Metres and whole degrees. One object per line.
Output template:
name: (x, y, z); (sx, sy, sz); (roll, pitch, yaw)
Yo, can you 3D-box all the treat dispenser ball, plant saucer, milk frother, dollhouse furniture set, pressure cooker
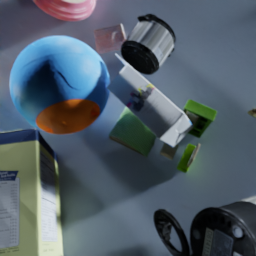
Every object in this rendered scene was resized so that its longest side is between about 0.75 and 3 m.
treat dispenser ball: (-1.728, -1.074, 7.279); (2.502, 2.502, 2.502); (0, 67, 0)
plant saucer: (-2.139, -4.659, 9.310); (2.309, 0.585, 2.309); (12, 63, -24)
milk frother: (2.224, 2.274, 6.335); (2.397, 2.300, 2.549); (-1, 28, -37)
dollhouse furniture set: (0.812, -0.060, 7.498); (2.418, 1.213, 1.584); (26, 69, 11)
pressure cooker: (0.690, -2.554, 8.496); (1.380, 1.359, 1.545); (31, 74, 9)

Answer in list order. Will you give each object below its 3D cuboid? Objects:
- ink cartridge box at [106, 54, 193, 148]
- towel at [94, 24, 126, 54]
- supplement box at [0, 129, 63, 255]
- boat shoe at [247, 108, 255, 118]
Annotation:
ink cartridge box: (0.411, -0.668, 7.060); (0.814, 1.382, 2.401); (-47, 66, 6)
towel: (-0.591, -2.946, 9.270); (1.027, 0.165, 0.981); (-12, 69, 0)
supplement box: (-3.144, 1.845, 6.275); (2.906, 1.951, 2.903); (-7, 67, -3)
boat shoe: (3.686, -0.464, 7.898); (0.832, 0.261, 0.305); (-7, 41, -35)
